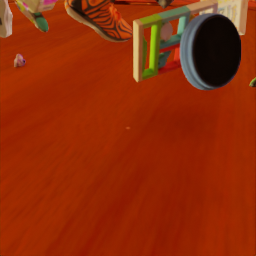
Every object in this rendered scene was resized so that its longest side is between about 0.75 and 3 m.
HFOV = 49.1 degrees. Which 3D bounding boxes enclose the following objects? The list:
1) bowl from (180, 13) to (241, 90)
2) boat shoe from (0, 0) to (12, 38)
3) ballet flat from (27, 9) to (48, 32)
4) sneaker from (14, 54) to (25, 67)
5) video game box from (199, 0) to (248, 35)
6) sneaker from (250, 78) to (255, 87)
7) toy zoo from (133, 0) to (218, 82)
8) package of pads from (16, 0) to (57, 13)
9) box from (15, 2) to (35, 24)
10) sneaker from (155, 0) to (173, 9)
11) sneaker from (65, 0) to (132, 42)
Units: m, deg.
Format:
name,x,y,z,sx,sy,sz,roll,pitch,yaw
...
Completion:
name,x,y,z,sx,sy,sz,roll,pitch,yaw
bowl,2.303,-2.044,7.571,2.055,2.055,0.403,-19,18,-28
boat shoe,-3.959,-3.609,9.005,0.465,1.313,0.458,12,32,11
ballet flat,-2.551,-3.075,7.933,0.351,0.976,0.351,-27,-4,-2
sneaker,-5.286,-3.299,13.793,0.466,0.424,1.055,0,35,-12
video game box,3.337,-4.179,9.971,0.454,1.939,1.767,1,4,-39
sneaker,3.542,-1.106,7.105,0.845,0.324,0.354,1,54,6
toy zoo,1.545,-2.613,8.307,2.977,1.953,0.305,-21,54,-16
package of pads,-1.936,-2.646,5.276,1.047,0.357,0.809,37,30,-7
box,-3.926,-4.507,10.825,0.213,0.895,0.545,-35,70,6
sneaker,0.711,-2.794,5.619,0.467,0.511,1.263,28,32,-19
sneaker,-0.655,-4.175,10.012,2.881,1.614,1.118,13,60,-39
